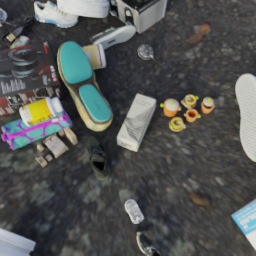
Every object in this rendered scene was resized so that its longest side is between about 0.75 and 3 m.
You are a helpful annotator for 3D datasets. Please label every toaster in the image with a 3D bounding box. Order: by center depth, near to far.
[{"bbox_3d":[0.350,-4.594,10.124,1.734,1.138,1.918,41,70,19],"label":"toaster"}]

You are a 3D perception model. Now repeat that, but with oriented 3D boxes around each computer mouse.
[{"bbox_3d":[0.220,2.226,7.073,0.479,0.192,0.873,-27,71,-2],"label":"computer mouse"},{"bbox_3d":[-4.917,-3.912,10.102,2.772,0.608,1.520,25,69,7],"label":"computer mouse"}]

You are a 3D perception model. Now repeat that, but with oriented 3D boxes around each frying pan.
[{"bbox_3d":[0.687,-2.408,9.385,0.545,0.147,0.901,-28,83,-15],"label":"frying pan"}]

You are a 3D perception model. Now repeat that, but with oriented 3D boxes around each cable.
[{"bbox_3d":[-1.580,-4.262,9.732,1.803,0.624,1.803,24,29,27],"label":"cable"}]

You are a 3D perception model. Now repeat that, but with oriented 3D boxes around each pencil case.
[{"bbox_3d":[-2.550,-0.050,7.919,1.824,0.843,0.776,-23,97,-10],"label":"pencil case"}]

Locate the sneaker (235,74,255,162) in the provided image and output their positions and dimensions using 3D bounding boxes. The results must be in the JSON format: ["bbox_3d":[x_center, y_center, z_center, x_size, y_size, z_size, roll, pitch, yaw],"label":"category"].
[{"bbox_3d":[3.855,-0.288,8.033,1.050,0.947,2.562,7,75,-29],"label":"sneaker"}]

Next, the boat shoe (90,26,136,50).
[{"bbox_3d":[-0.535,-3.237,9.732,1.637,0.579,0.521,-26,67,-11],"label":"boat shoe"}]

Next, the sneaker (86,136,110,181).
[{"bbox_3d":[-0.840,0.683,7.587,0.515,0.772,1.347,-14,61,-9],"label":"sneaker"}]

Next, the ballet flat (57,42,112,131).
[{"bbox_3d":[-1.363,-1.171,8.341,1.029,1.029,2.910,-24,75,-12],"label":"ballet flat"}]

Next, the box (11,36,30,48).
[{"bbox_3d":[-3.792,-2.861,9.784,0.431,0.136,0.783,16,63,8],"label":"box"}]

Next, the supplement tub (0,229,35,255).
[{"bbox_3d":[-2.928,3.162,5.961,1.331,1.331,1.830,18,64,9],"label":"supplement tub"}]

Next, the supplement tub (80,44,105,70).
[{"bbox_3d":[-1.311,-2.264,9.108,1.054,0.767,0.767,-11,63,-6],"label":"supplement tub"}]

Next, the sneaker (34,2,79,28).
[{"bbox_3d":[-2.636,-4.160,10.138,1.684,0.730,0.631,10,61,4],"label":"sneaker"}]

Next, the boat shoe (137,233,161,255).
[{"bbox_3d":[0.553,2.897,6.604,0.341,0.321,0.950,-19,65,-33],"label":"boat shoe"}]

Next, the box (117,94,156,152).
[{"bbox_3d":[0.255,-0.163,8.145,0.648,0.539,1.577,18,64,9],"label":"box"}]

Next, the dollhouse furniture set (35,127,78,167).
[{"bbox_3d":[-2.101,0.457,7.830,1.193,0.528,0.618,-38,69,-17],"label":"dollhouse furniture set"}]

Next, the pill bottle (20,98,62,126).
[{"bbox_3d":[-2.292,-0.455,7.443,1.004,0.548,0.548,-22,64,-6],"label":"pill bottle"}]

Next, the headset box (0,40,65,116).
[{"bbox_3d":[-3.380,-1.504,8.620,2.440,0.942,1.815,-15,64,-9],"label":"headset box"}]

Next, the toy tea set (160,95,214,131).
[{"bbox_3d":[1.789,-0.619,8.352,1.600,0.592,0.952,-26,65,-13],"label":"toy tea set"}]

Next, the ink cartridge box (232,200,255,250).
[{"bbox_3d":[3.852,2.281,5.929,1.687,1.658,2.292,-10,58,-41],"label":"ink cartridge box"}]
